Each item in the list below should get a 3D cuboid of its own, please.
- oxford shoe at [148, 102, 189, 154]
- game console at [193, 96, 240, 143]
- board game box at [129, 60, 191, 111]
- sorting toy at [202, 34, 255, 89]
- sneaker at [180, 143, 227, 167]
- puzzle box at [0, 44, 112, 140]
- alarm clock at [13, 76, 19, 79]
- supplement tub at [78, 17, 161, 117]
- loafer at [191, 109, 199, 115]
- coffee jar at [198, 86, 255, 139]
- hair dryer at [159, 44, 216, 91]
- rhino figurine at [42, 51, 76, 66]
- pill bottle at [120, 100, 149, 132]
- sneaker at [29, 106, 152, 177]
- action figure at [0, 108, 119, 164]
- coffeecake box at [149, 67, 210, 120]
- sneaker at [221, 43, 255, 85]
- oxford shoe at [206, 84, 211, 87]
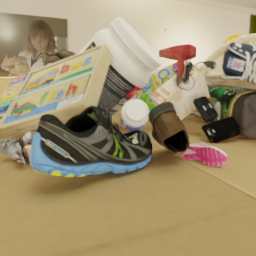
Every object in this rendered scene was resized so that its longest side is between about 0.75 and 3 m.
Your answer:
[{"bbox_3d":[0.809,0.208,5.161,0.622,0.722,1.712,-29,-25,8],"label":"oxford shoe"},{"bbox_3d":[2.065,-0.270,6.782,0.787,0.161,1.334,-17,56,-9],"label":"game console"},{"bbox_3d":[1.123,-1.303,9.359,2.231,1.149,1.170,-20,3,26],"label":"board game box"},{"bbox_3d":[4.173,-1.570,8.717,2.866,1.531,2.580,6,-27,42],"label":"sorting toy"},{"bbox_3d":[1.437,0.445,5.187,0.401,0.370,0.910,-14,19,-41],"label":"sneaker"},{"bbox_3d":[-1.781,-0.726,6.052,2.860,0.364,1.903,-13,44,25],"label":"puzzle box"},{"bbox_3d":[-2.944,-0.834,8.951,1.800,0.889,2.669,18,-16,-33],"label":"alarm clock"},{"bbox_3d":[-0.598,-1.351,7.308,2.552,1.791,1.791,-41,0,19],"label":"supplement tub"},{"bbox_3d":[2.456,-0.702,9.967,0.457,0.399,1.270,2,9,-8],"label":"loafer"},{"bbox_3d":[3.044,-0.529,7.715,1.387,1.135,2.659,-4,14,-9],"label":"coffee jar"},{"bbox_3d":[1.384,-1.713,7.244,1.155,0.412,1.517,-38,56,-15],"label":"hair dryer"},{"bbox_3d":[-2.186,-1.517,8.878,1.146,0.783,2.620,0,-24,-21],"label":"rhino figurine"},{"bbox_3d":[0.125,-0.242,5.401,0.534,0.534,0.952,-1,-9,-4],"label":"pill bottle"},{"bbox_3d":[-0.388,0.180,4.568,0.884,1.033,2.492,7,3,40],"label":"sneaker"},{"bbox_3d":[-1.372,0.180,5.498,2.294,0.796,1.493,-9,20,-20],"label":"action figure"},{"bbox_3d":[1.450,-0.874,7.732,1.447,1.111,0.529,-39,48,-4],"label":"coffeecake box"},{"bbox_3d":[3.027,-1.248,6.256,1.441,0.931,2.656,2,31,-6],"label":"sneaker"},{"bbox_3d":[5.552,-2.640,17.255,1.042,1.065,2.922,-11,17,-40],"label":"oxford shoe"}]
